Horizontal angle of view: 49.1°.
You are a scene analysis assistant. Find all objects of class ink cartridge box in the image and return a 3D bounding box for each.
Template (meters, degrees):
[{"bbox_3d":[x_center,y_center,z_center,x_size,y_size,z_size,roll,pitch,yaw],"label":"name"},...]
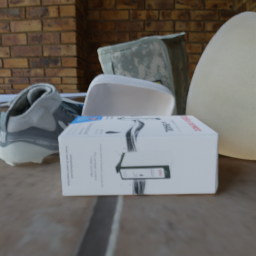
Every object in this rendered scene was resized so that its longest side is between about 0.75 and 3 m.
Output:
[{"bbox_3d":[0.145,0.333,4.250,2.038,0.859,1.488,-1,12,-1],"label":"ink cartridge box"}]

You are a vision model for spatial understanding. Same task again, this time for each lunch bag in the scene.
[{"bbox_3d":[0.494,-1.097,7.295,1.703,2.376,2.897,1,21,33],"label":"lunch bag"}]

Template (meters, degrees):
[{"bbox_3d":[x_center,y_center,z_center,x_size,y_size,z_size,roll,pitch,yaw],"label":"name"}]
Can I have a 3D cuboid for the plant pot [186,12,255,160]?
[{"bbox_3d":[2.676,-0.501,5.086,2.780,2.780,1.866,-8,29,-42],"label":"plant pot"}]

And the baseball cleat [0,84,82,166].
[{"bbox_3d":[-1.367,-0.178,5.808,0.983,1.500,2.818,17,19,19],"label":"baseball cleat"}]

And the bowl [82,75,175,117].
[{"bbox_3d":[-0.060,-0.309,5.637,1.702,1.705,0.636,8,40,-12],"label":"bowl"}]

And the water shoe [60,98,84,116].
[{"bbox_3d":[-1.331,-0.269,8.717,2.648,0.947,1.045,6,30,-4],"label":"water shoe"}]
